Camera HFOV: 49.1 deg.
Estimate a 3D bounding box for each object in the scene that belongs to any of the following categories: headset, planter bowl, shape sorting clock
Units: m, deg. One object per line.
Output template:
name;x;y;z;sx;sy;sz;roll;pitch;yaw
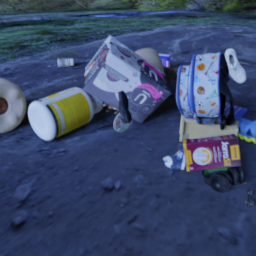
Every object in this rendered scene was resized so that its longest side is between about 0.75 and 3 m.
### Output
headset;2.812;1.533;7.805;1.049;0.798;1.699;-17;18;-19
planter bowl;0.892;-2.612;13.863;2.168;2.168;1.459;-14;58;-24
shape sorting clock;-0.152;-0.231;9.718;0.868;0.868;0.170;-19;41;-30

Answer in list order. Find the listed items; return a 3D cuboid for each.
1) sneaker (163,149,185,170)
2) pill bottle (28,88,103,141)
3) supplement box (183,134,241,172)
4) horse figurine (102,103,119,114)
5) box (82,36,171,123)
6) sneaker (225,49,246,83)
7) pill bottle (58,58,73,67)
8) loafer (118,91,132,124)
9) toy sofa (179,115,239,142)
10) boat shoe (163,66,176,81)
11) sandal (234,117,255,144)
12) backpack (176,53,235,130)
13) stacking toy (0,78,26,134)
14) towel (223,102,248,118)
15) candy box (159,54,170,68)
sneaker;1.477;0.933;8.897;0.696;0.383;0.950;11;36;10
pill bottle;-2.270;-0.668;10.659;1.494;1.494;2.667;22;36;35
supplement box;2.400;0.716;8.117;1.507;0.832;0.646;-8;7;13
horse figurine;-0.543;-0.816;11.501;1.185;0.785;0.296;13;66;-24
box;-0.044;-1.803;10.784;2.829;1.869;1.623;28;33;-27
sneaker;2.926;-1.642;7.690;0.385;1.024;0.453;-25;17;26
pill bottle;-4.012;-4.187;17.988;0.956;0.544;0.544;-4;29;-8
loafer;-0.164;-0.624;8.610;0.357;1.017;0.345;-6;10;39
toy sofa;2.868;0.038;10.074;1.988;0.823;0.970;8;31;13
boat shoe;1.597;-3.202;15.925;2.283;0.821;0.776;5;30;9
sandal;4.807;0.066;9.730;1.036;1.135;2.607;-25;35;-33
backpack;2.439;-1.300;8.888;1.791;2.214;2.325;-2;72;13
stacking toy;-5.552;-0.985;11.058;2.803;2.048;2.048;13;30;42
towel;3.890;-0.893;12.127;2.191;0.261;1.586;26;38;30
candy box;1.987;-4.006;17.208;1.165;0.985;0.449;11;34;18
